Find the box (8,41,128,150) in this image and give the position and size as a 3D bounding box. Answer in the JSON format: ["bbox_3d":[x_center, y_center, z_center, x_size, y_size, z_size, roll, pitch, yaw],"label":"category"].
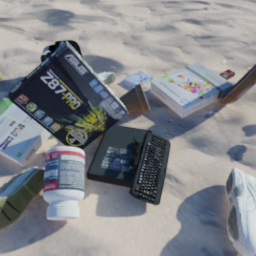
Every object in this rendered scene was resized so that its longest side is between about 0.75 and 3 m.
[{"bbox_3d":[-1.801,-0.815,8.922,2.387,2.961,0.727,-38,33,7],"label":"box"}]

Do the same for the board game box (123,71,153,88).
[{"bbox_3d":[0.487,-2.307,13.405,0.871,0.211,1.151,33,51,32],"label":"board game box"}]

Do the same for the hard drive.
[{"bbox_3d":[-0.218,0.864,9.582,1.711,0.403,2.452,9,43,10],"label":"hard drive"}]

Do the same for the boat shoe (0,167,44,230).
[{"bbox_3d":[-3.336,2.016,8.063,0.777,0.849,2.271,7,37,40],"label":"boat shoe"}]

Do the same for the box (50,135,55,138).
[{"bbox_3d":[-3.276,-0.254,10.871,1.733,0.426,0.713,22,46,24],"label":"box"}]

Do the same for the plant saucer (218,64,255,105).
[{"bbox_3d":[4.853,-1.944,11.249,0.473,2.950,2.950,44,53,7],"label":"plant saucer"}]

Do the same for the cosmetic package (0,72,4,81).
[{"bbox_3d":[-6.588,-2.352,13.320,0.581,0.392,1.104,31,49,30],"label":"cosmetic package"}]

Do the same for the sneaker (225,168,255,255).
[{"bbox_3d":[3.429,2.222,7.613,1.316,1.032,2.648,11,43,8],"label":"sneaker"}]

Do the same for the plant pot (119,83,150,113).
[{"bbox_3d":[0.218,-1.099,11.431,1.039,1.192,1.192,-19,42,4],"label":"plant pot"}]

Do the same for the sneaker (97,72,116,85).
[{"bbox_3d":[-1.391,-2.137,12.997,0.708,0.621,1.766,22,39,37],"label":"sneaker"}]

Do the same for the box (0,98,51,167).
[{"bbox_3d":[-4.153,0.073,10.135,2.641,0.480,1.906,23,61,22],"label":"box"}]

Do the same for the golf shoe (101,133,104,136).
[{"bbox_3d":[-1.333,-0.567,10.885,0.696,0.883,1.917,-18,43,-15],"label":"golf shoe"}]

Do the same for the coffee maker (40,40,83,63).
[{"bbox_3d":[-2.760,-2.570,12.737,2.698,1.892,2.809,13,40,-14],"label":"coffee maker"}]

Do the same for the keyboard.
[{"bbox_3d":[0.630,1.066,8.708,1.312,0.499,2.520,18,47,-1],"label":"keyboard"}]

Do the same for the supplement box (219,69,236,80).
[{"bbox_3d":[4.843,-2.591,13.714,0.787,0.240,0.428,-29,49,-28],"label":"supplement box"}]

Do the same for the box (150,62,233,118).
[{"bbox_3d":[2.759,-1.765,12.353,2.865,0.590,2.233,-26,51,-22],"label":"box"}]

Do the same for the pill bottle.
[{"bbox_3d":[-1.797,1.569,7.865,1.122,1.122,1.877,-2,66,-3],"label":"pill bottle"}]
